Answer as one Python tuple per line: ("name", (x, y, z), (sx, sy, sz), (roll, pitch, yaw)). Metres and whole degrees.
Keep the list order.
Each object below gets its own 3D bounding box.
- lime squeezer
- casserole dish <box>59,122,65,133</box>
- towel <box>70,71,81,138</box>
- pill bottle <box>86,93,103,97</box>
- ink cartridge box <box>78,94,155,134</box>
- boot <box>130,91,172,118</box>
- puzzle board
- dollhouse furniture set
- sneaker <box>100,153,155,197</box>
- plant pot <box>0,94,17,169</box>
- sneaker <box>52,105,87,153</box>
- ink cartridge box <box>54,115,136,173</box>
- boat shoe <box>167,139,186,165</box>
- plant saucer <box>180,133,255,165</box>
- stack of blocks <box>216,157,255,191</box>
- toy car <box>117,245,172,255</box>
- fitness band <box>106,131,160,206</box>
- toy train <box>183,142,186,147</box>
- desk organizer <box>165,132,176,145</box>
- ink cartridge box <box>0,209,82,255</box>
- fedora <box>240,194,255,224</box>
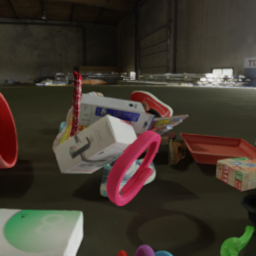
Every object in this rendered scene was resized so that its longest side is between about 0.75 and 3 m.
("lime squeezer", (2.204, 2.517, 4.864), (1.045, 0.558, 2.958), (30, 11, -4))
("casserole dish", (-3.280, -0.013, 15.772), (1.216, 0.389, 2.008), (-3, 14, -11))
("towel", (-1.818, -0.778, 9.789), (0.251, 2.234, 1.616), (3, 4, -7))
("pill bottle", (-1.481, -1.290, 12.047), (0.468, 0.468, 0.818), (7, 7, 28))
("ink cartridge box", (-0.397, -0.407, 9.106), (2.378, 1.183, 0.466), (10, 53, -8))
("boot", (0.799, -1.054, 13.805), (2.415, 0.874, 1.742), (31, 29, 24))
("puzzle board", (1.135, 0.047, 12.736), (2.187, 0.252, 2.902), (-6, -14, -18))
("dollhouse furniture set", (0.297, 0.326, 11.074), (2.885, 1.409, 2.461), (-7, 9, -1))
("sneaker", (0.115, 1.259, 8.652), (0.960, 1.067, 2.472), (8, 15, 32))
("plant pot", (-5.656, 0.257, 9.883), (2.546, 2.878, 2.878), (-12, 14, -7))
("sneaker", (-2.008, 0.074, 11.382), (1.136, 2.516, 0.983), (23, -3, 29))
("ink cartridge box", (-0.953, 0.601, 8.661), (2.125, 0.901, 1.548), (-29, -21, 22))
("boat shoe", (1.926, 0.874, 11.004), (0.711, 0.753, 2.092), (4, 17, 7))
("plant saucer", (3.605, 0.895, 11.113), (2.801, 0.514, 2.796), (6, 13, 0))
("stack of blocks", (4.055, 1.399, 9.112), (2.010, 0.589, 1.157), (-5, 14, -21))
("toy car", (0.175, 2.299, 4.249), (1.362, 1.022, 1.192), (-4, 13, -16))
("fitness band", (0.173, 0.948, 6.837), (0.381, 1.463, 2.036), (24, 51, 26))
("toy train", (2.940, 0.768, 12.724), (0.869, 0.242, 0.653), (14, 18, 38))
("desk organizer", (2.026, 0.510, 13.510), (0.402, 0.374, 1.044), (6, 14, 17))
("ink cartridge box", (-2.255, 2.380, 4.701), (2.375, 0.739, 2.952), (1, 11, 5))
("fedora", (3.256, 2.009, 6.541), (1.214, 0.554, 1.214), (-2, 11, 0))
